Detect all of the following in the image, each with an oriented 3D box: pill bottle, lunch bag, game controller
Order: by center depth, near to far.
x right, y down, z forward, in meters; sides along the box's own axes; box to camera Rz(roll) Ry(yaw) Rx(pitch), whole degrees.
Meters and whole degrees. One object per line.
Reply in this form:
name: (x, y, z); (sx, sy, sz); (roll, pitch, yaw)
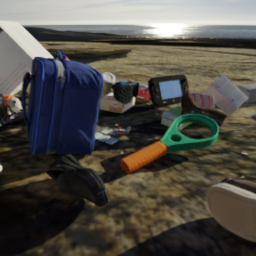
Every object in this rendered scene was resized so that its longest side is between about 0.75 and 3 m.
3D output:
lunch bag: (-1.659, -0.579, 6.592); (1.590, 2.404, 1.633); (1, 20, -27)
pill bottle: (-0.842, -1.503, 10.101); (0.521, 0.936, 0.521); (12, 51, -15)
game controller: (1.601, -1.460, 10.756); (2.065, 1.077, 0.435); (-14, -5, -36)

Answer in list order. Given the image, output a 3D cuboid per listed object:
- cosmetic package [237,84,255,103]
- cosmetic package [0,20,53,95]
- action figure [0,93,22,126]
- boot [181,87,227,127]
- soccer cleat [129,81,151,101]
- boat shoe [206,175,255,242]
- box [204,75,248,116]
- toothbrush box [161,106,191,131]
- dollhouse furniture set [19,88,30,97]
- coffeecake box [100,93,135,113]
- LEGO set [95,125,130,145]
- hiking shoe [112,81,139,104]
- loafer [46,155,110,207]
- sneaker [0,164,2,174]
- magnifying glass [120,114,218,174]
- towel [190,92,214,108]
cosmetic package: (5.192, -1.429, 11.306); (1.436, 0.647, 0.767); (-9, 23, -14)
cosmetic package: (-4.142, -2.418, 9.845); (1.864, 1.865, 2.261); (-41, 16, 12)
action figure: (-4.267, -0.532, 8.458); (2.069, 1.119, 2.139); (-6, 26, 6)
boot: (2.249, -0.627, 8.358); (1.291, 0.415, 1.203); (8, 61, 0)
soccer cleat: (0.605, -1.585, 11.702); (0.683, 0.595, 1.785); (-18, 31, -30)
boat shoe: (2.429, 1.410, 3.816); (0.840, 1.014, 2.823); (-18, 22, -30)
box: (3.326, -1.110, 9.553); (0.725, 0.568, 1.166); (-38, 78, -25)
toothbrush box: (1.581, -0.326, 8.796); (0.677, 0.400, 0.930); (22, 29, 33)
dollhouse furniture set: (-3.101, -1.556, 11.737); (2.401, 1.205, 1.573); (-33, 16, -21)
coffeecake box: (-0.380, -0.958, 10.338); (0.891, 0.424, 1.161); (11, 23, 21)
LEGO set: (-0.467, 0.108, 7.995); (0.771, 0.253, 1.032); (16, 28, 31)
hiking shoe: (-0.235, -1.253, 9.741); (0.829, 0.711, 1.912); (9, 14, 16)
loafer: (-0.988, 1.028, 5.251); (0.649, 0.628, 1.850); (-28, 28, -28)
sneaker: (-3.190, 0.969, 4.369); (2.396, 1.379, 0.904); (-26, 10, -20)
magnifying glass: (1.061, 0.340, 6.800); (2.882, 0.323, 1.147); (-25, 45, -28)
towel: (2.342, -0.732, 9.211); (0.163, 0.796, 1.088); (-25, 28, -34)
